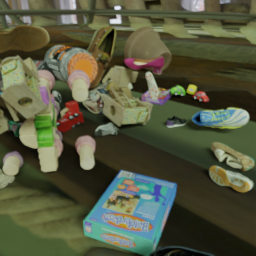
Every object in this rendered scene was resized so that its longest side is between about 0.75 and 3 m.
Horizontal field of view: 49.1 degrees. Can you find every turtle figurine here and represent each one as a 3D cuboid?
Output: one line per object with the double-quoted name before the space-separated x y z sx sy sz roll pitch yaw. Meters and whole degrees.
"turtle figurine" -4.403 -0.069 9.634 1.607 0.809 1.203 10 27 7

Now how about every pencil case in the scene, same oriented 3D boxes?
"pencil case" -0.807 -1.470 12.179 1.162 1.011 2.598 5 25 26

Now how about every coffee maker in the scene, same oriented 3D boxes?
"coffee maker" -2.960 -0.771 9.998 1.113 0.780 1.158 2 36 -14

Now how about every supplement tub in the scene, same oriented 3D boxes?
"supplement tub" -2.182 -2.367 10.659 1.390 1.390 2.268 -18 27 -32

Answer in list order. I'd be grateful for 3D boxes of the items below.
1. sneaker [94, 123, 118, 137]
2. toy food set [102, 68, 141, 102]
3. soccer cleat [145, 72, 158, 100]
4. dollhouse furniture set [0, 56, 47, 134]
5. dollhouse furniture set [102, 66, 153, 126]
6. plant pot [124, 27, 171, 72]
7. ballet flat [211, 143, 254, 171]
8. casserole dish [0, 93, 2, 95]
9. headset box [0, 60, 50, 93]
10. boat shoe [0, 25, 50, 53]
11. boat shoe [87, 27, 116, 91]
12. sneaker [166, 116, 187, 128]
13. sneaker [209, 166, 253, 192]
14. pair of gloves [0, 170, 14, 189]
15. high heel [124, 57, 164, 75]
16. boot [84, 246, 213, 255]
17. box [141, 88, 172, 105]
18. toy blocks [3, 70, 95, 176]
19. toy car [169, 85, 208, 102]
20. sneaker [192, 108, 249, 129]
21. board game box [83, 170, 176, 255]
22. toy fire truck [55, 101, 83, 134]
"sneaker" -0.693 0.130 9.669 0.530 0.345 0.918 29 41 33
"toy food set" -0.340 -1.402 11.515 0.390 1.942 1.341 -28 22 38
"soccer cleat" 0.954 -1.660 11.095 0.387 1.118 0.434 -14 11 11
"dollhouse furniture set" -2.831 -0.905 6.270 1.464 0.920 1.656 -29 52 3
"dollhouse furniture set" 0.440 -1.125 10.053 2.097 1.854 1.166 -5 31 -39
"plant pot" 1.391 -4.621 17.529 2.636 2.636 2.298 -18 49 -33
"ballet flat" 2.891 0.828 8.081 0.461 0.498 1.414 -32 35 -26
"casserole dish" -5.361 -2.131 14.215 2.517 0.488 1.525 -2 26 -2
"headset box" -3.698 -1.821 9.959 1.723 0.646 1.281 7 47 20
"boat shoe" -4.015 -3.352 10.700 2.583 0.932 0.930 -4 17 20
"boat shoe" -1.260 -2.991 11.844 1.036 2.881 0.979 20 -12 -40
"sneaker" 1.829 -0.271 10.432 0.867 0.380 0.328 -13 28 -24
"sneaker" 2.642 1.319 7.223 0.495 0.427 1.129 0 19 -45
"pair of gloves" -4.412 1.468 6.694 2.223 0.458 2.615 8 20 23
"high heel" 0.478 -2.076 8.653 1.279 0.614 0.431 23 51 16
"boot" 0.359 2.155 4.352 2.573 1.247 0.961 11 30 23
"box" 1.367 -1.503 13.092 1.025 0.293 1.498 11 28 22
"toy blocks" -2.444 -0.350 8.015 2.841 2.655 2.392 -6 27 -9
"toy car" 2.760 -1.711 13.132 1.639 0.388 1.742 5 24 -14
"sneaker" 3.021 -0.272 9.522 0.991 0.714 1.887 -8 3 -44
"board game box" 0.127 1.748 6.145 1.464 0.433 1.925 11 27 19
"toy fire truck" -2.378 -0.390 10.525 1.269 0.439 1.800 22 40 39
